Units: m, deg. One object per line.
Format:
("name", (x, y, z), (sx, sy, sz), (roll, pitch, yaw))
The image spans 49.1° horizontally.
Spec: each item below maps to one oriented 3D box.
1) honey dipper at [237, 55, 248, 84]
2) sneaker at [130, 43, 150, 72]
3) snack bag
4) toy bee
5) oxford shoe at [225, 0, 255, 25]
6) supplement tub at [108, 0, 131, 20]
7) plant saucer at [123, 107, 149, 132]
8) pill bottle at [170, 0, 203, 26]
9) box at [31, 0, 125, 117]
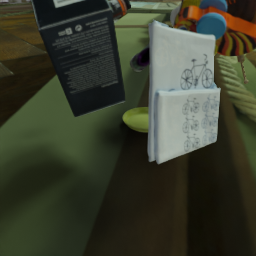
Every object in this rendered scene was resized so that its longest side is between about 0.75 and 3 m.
("honey dipper", (2.932, -1.525, 7.158), (0.172, 0.172, 0.907), (0, 65, 0))
("sneaker", (0.876, -2.427, 8.727), (1.787, 0.665, 0.782), (-46, 13, -9))
("snack bag", (0.689, -0.409, 3.171), (0.151, 1.412, 1.331), (8, 13, 43))
("toy bee", (1.557, -2.259, 6.170), (2.471, 1.343, 1.617), (42, 55, -4))
("oxford shoe", (2.660, -2.975, 6.757), (0.973, 0.955, 2.683), (13, 2, 7))
("supplement tub", (-0.417, -3.596, 8.515), (0.977, 0.522, 0.522), (-29, 36, -8))
("plant saucer", (0.570, -0.234, 8.708), (1.471, 0.229, 1.471), (-1, 29, 0))
("pill bottle", (2.252, -3.693, 8.895), (1.019, 1.019, 1.812), (-22, 14, -33))
("box", (-1.090, -1.869, 6.371), (1.369, 2.557, 1.897), (-19, 55, -6))
